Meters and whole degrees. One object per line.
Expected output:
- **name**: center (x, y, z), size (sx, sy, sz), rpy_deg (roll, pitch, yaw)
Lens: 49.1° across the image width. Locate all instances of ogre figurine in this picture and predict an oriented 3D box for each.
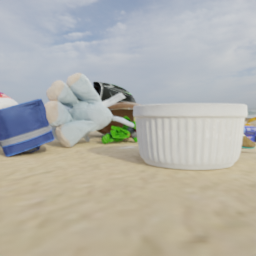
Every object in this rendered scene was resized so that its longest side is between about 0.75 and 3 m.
- **ogre figurine**: center (0.047, 0.046, 8.524), size (0.855, 1.743, 1.045), rpy_deg (44, -5, 6)

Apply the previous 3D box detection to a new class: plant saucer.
- **plant saucer**: center (-0.042, -0.284, 9.579), size (2.462, 0.450, 2.462), rpy_deg (1, -22, 0)

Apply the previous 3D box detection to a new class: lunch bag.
- **lunch bag**: center (-2.278, 0.032, 6.183), size (1.111, 1.082, 1.635), rpy_deg (-18, 7, -14)

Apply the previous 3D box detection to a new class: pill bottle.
- **pill bottle**: center (-4.817, -0.761, 8.974), size (2.662, 1.497, 1.497), rpy_deg (31, 14, 21)

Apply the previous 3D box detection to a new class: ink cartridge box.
- **ink cartridge box**: center (3.736, 0.198, 9.176), size (0.911, 0.510, 1.335), rpy_deg (0, 4, -3)

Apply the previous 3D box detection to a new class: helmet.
- **helmet**: center (-0.681, -0.704, 11.407), size (2.162, 2.268, 2.268), rpy_deg (24, -11, -31)

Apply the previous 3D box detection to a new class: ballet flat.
- **ballet flat**: center (2.611, 0.224, 7.487), size (0.526, 0.561, 1.552), rpy_deg (-2, 3, -40)

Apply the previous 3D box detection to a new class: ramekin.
- **ramekin**: center (1.039, 0.109, 4.843), size (1.894, 0.994, 1.894), rpy_deg (0, 3, 0)

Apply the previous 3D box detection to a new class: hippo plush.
- **hippo plush**: center (-1.468, -0.464, 8.117), size (2.338, 1.863, 1.880), rpy_deg (-18, 0, -25)

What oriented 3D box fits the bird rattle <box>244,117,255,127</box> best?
- **bird rattle**: center (5.250, -0.199, 10.846), size (2.053, 1.419, 2.519), rpy_deg (-16, -3, 8)
